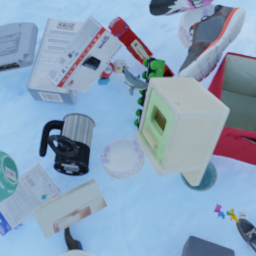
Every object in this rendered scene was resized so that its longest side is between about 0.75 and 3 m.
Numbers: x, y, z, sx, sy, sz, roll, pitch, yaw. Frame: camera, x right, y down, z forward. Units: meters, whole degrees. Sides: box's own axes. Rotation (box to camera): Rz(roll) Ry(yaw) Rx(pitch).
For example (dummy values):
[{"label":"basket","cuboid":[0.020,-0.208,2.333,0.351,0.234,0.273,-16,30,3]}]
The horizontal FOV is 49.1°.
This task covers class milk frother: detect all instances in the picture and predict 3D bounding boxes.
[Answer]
[{"label":"milk frother","cuboid":[-1.577,0.259,7.934,1.567,1.737,1.634,22,52,-28]}]

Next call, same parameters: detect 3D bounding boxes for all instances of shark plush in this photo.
[{"label":"shark plush","cuboid":[0.138,-1.326,7.289,0.455,1.093,0.497,-5,54,25]}]

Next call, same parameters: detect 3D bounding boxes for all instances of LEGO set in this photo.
[{"label":"LEGO set","cuboid":[2.558,2.122,7.064,0.830,0.317,0.341,5,110,29]}]

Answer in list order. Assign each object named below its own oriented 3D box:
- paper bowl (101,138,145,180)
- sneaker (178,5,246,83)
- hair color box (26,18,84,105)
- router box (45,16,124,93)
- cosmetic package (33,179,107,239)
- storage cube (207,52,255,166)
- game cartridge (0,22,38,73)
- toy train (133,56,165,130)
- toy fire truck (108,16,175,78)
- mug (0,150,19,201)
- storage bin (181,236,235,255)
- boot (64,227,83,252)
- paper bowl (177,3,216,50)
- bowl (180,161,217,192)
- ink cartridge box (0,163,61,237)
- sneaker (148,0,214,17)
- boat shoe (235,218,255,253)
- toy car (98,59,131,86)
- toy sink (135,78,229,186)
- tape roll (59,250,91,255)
[{"label":"paper bowl","cuboid":[-0.135,0.977,8.446,1.289,0.671,1.289,-7,46,7]},{"label":"sneaker","cuboid":[2.160,-2.418,8.067,1.170,1.101,2.856,35,75,26]},{"label":"hair color box","cuboid":[-2.362,-2.351,9.797,1.447,0.886,2.924,7,69,3]},{"label":"router box","cuboid":[-1.165,-1.975,8.003,0.483,1.775,1.977,44,104,12]},{"label":"cosmetic package","cuboid":[-1.595,2.191,7.797,1.814,0.938,0.792,-24,92,-13]},{"label":"storage cube","cuboid":[3.494,-0.423,8.230,2.248,2.364,2.629,13,68,5]},{"label":"game cartridge","cuboid":[-4.394,-2.796,9.840,2.651,0.536,1.768,-6,71,17]},{"label":"toy train","cuboid":[0.679,-1.012,8.728,0.675,2.394,0.500,-8,26,-37]},{"label":"toy fire truck","cuboid":[0.374,-2.563,9.257,0.601,1.738,2.464,-43,113,10]},{"label":"mug","cuboid":[-3.424,1.181,7.223,1.004,1.623,1.334,-19,105,4]},{"label":"storage bin","cuboid":[2.063,3.662,7.370,1.591,1.158,1.068,18,41,7]},{"label":"boot","cuboid":[-1.536,3.192,7.888,0.489,0.377,1.009,-7,78,-13]},{"label":"paper bowl","cuboid":[2.763,-3.484,10.193,1.906,0.991,1.906,0,68,0]},{"label":"bowl","cuboid":[2.081,1.458,8.402,1.078,0.564,1.078,-3,63,6]},{"label":"ink cartridge box","cuboid":[-3.102,2.097,8.270,1.940,0.407,1.158,-38,75,-16]},{"label":"sneaker","cuboid":[1.554,-3.680,8.076,1.839,0.794,0.739,0,105,22]},{"label":"boat shoe","cuboid":[3.634,3.222,7.786,0.527,0.449,1.576,-28,71,-11]},{"label":"toy car","cuboid":[-0.445,-2.017,9.396,1.135,1.004,1.046,-1,108,3]},{"label":"toy sink","cuboid":[1.163,0.190,7.244,1.416,2.528,1.648,-4,37,-21]},{"label":"tape roll","cuboid":[-1.429,4.049,7.384,1.529,0.279,1.529,1,78,-6]}]
